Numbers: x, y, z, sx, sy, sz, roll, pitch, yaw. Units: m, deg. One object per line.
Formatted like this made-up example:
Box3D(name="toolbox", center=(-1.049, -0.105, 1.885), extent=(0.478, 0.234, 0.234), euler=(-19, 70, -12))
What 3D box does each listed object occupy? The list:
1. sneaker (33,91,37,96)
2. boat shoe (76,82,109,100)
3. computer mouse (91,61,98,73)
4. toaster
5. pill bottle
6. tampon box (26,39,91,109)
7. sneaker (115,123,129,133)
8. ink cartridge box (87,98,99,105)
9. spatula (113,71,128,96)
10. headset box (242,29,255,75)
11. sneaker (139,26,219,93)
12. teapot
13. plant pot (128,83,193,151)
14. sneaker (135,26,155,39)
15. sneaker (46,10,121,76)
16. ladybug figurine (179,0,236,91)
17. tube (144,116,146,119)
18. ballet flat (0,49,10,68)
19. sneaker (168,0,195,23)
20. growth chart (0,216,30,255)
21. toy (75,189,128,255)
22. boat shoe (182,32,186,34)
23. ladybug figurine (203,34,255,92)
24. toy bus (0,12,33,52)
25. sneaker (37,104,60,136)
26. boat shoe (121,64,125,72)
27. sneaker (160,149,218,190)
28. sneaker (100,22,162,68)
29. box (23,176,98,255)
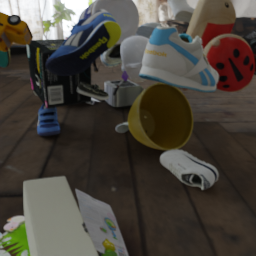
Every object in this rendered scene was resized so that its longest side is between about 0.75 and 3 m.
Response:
Box3D(name="sneaker", center=(-3.654, -1.566, 13.438), extent=(0.920, 0.949, 2.597), euler=(-36, 34, -30))
Box3D(name="boat shoe", center=(-0.980, -1.093, 8.243), extent=(1.052, 0.335, 0.372), euler=(9, 33, -38))
Box3D(name="computer mouse", center=(-1.816, -3.039, 12.678), extent=(0.305, 0.763, 1.392), euler=(-41, 55, -17))
Box3D(name="toaster", center=(-0.288, -1.556, 12.950), extent=(1.737, 1.031, 1.571), euler=(-8, 22, -19))
Box3D(name="pill bottle", center=(-0.895, -3.657, 9.961), extent=(1.592, 1.592, 2.867), euler=(-9, 13, -23))
Box3D(name="tampon box", center=(-2.527, -2.048, 10.023), extent=(1.587, 1.885, 2.515), euler=(-12, 28, -27))
Box3D(name="sneaker", center=(-0.175, -0.009, 10.033), extent=(0.309, 0.319, 0.873), euler=(6, 11, 42))
Box3D(name="ink cartridge box", center=(-2.191, -1.435, 13.421), extent=(1.298, 0.282, 1.286), euler=(13, 10, -39))
Box3D(name="spatula", center=(-0.281, -1.553, 9.904), extent=(0.277, 0.981, 0.101), euler=(43, 20, 25))
Box3D(name="headset box", center=(4.761, -2.839, 10.097), extent=(1.847, 0.713, 1.374), euler=(-34, 52, -15))
Box3D(name="sneaker", center=(1.174, -1.246, 5.379), extent=(0.904, 0.954, 2.362), euler=(22, 15, 34))
Box3D(name="teapot", center=(0.468, -1.995, 7.874), extent=(1.023, 1.400, 1.382), euler=(-13, -21, 23))
Box3D(name="plant pot", center=(0.777, -0.232, 8.715), extent=(2.016, 2.016, 1.431), euler=(-14, -2, -32))
Box3D(name="sneaker", center=(1.156, -3.174, 10.592), extent=(1.975, 0.721, 0.699), euler=(26, -19, 5))
Box3D(name="sneaker", center=(-1.165, -2.102, 7.036), extent=(2.189, 0.809, 0.900), euler=(-29, 58, 19))
Box3D(name="ladybug figurine", center=(2.027, -2.171, 7.447), extent=(1.005, 2.793, 1.896), euler=(21, 41, 10))
Box3D(name="tube", center=(0.860, -0.965, 11.003), extent=(0.846, 0.757, 2.914), euler=(26, 37, -1))
Box3D(name="ballet flat", center=(-4.617, -3.142, 9.845), extent=(0.727, 2.057, 0.727), euler=(-7, 43, 6))
Box3D(name="sneaker", center=(2.352, -4.572, 10.789), extent=(1.885, 0.695, 1.090), euler=(0, 61, -38))
Box3D(name="growth chart", center=(-1.867, 2.146, 4.504), extent=(1.865, 0.229, 2.577), euler=(10, 21, 23))
Box3D(name="toy", center=(-0.560, 1.787, 4.985), extent=(0.878, 0.360, 1.525), euler=(35, 5, -28))
Box3D(name="boat shoe", center=(2.830, -3.962, 12.153), extent=(1.132, 0.383, 0.407), euler=(37, 55, 27))
Box3D(name="ladybug figurine", center=(2.435, -1.447, 6.681), extent=(1.829, 1.241, 0.658), euler=(32, 26, -42))
Box3D(name="toy bus", center=(-3.880, -2.818, 7.723), extent=(2.290, 0.897, 0.745), euler=(22, -18, 2))
Box3D(name="sneaker", center=(-2.879, -0.319, 10.012), extent=(0.766, 0.852, 2.071), euler=(-5, 23, -18))
Box3D(name="boat shoe", center=(-0.054, -3.340, 13.404), extent=(0.494, 1.510, 0.556), euler=(16, -16, 25))
Box3D(name="sneaker", center=(1.382, 1.024, 6.964), extent=(1.610, 0.615, 0.648), euler=(18, 37, 41))
Box3D(name="sneaker", center=(0.229, -3.393, 11.440), extent=(2.901, 1.088, 1.257), euler=(-33, 11, -1))
Box3D(name="box", center=(-1.079, 1.743, 4.270), extent=(0.771, 0.927, 2.255), euler=(-4, 27, -25))
